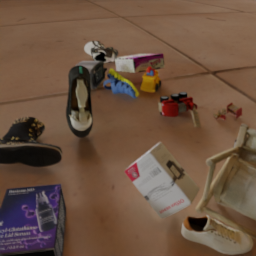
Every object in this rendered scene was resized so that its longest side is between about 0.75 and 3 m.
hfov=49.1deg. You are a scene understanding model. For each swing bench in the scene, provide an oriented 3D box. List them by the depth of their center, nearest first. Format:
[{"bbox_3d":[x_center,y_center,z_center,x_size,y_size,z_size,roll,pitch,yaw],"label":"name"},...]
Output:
[{"bbox_3d":[3.676,1.481,7.303,2.695,1.758,2.710,24,35,32],"label":"swing bench"}]

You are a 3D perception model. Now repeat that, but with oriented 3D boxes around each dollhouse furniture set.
[{"bbox_3d":[4.123,-0.557,11.584,1.038,0.422,0.559,-30,41,-12],"label":"dollhouse furniture set"}]

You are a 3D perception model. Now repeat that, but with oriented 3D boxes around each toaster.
[{"bbox_3d":[-1.980,-2.752,14.151,1.262,1.110,1.954,8,37,16],"label":"toaster"}]

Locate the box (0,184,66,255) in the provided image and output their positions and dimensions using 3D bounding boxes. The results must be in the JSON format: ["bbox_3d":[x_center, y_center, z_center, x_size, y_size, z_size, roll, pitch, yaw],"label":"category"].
[{"bbox_3d":[-2.256,2.357,6.564,1.405,0.990,1.898,-5,35,-6],"label":"box"}]

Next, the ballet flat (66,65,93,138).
[{"bbox_3d":[-1.667,-0.704,9.534,0.943,2.774,0.949,-7,30,-12],"label":"ballet flat"}]

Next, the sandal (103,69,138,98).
[{"bbox_3d":[-0.389,-1.933,13.347,0.948,0.865,2.177,-47,54,-7],"label":"sandal"}]

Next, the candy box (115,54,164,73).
[{"bbox_3d":[0.546,-3.448,14.876,1.732,0.775,2.541,-14,19,-19],"label":"candy box"}]

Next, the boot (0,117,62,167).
[{"bbox_3d":[-3.286,0.425,9.599,2.491,0.912,1.876,-2,34,8],"label":"boot"}]

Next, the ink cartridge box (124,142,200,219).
[{"bbox_3d":[0.851,1.360,7.194,1.585,1.151,0.661,51,39,6],"label":"ink cartridge box"}]

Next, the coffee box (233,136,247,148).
[{"bbox_3d":[4.181,0.716,9.578,0.556,0.388,0.972,-21,39,-28],"label":"coffee box"}]

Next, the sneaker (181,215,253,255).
[{"bbox_3d":[2.112,2.486,6.601,1.659,0.702,0.604,8,40,12],"label":"sneaker"}]

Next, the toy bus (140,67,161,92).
[{"bbox_3d":[1.136,-2.452,13.665,0.821,1.162,1.210,12,34,20],"label":"toy bus"}]

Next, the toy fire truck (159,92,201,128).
[{"bbox_3d":[2.184,-0.682,11.345,1.411,1.031,1.603,-13,26,-20],"label":"toy fire truck"}]

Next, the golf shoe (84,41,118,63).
[{"bbox_3d":[-1.889,-4.590,17.007,2.646,1.029,1.250,22,39,31],"label":"golf shoe"}]
